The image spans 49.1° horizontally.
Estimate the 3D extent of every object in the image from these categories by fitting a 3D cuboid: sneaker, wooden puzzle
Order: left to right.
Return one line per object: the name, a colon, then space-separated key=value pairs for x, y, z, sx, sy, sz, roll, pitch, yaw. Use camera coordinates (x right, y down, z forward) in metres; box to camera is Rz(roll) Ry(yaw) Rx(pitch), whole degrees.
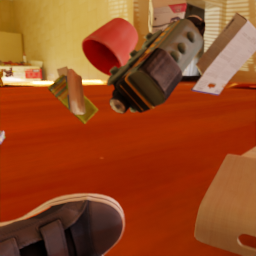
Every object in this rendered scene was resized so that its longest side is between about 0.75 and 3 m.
sneaker: x=-1.314 y=1.639 z=3.466 sx=2.742 sy=1.075 sz=1.089 roll=-13 pitch=11 yaw=-8
wooden puzzle: x=-1.059 y=-0.673 z=5.483 sx=0.210 sy=0.839 sz=0.905 roll=-6 pitch=2 yaw=3

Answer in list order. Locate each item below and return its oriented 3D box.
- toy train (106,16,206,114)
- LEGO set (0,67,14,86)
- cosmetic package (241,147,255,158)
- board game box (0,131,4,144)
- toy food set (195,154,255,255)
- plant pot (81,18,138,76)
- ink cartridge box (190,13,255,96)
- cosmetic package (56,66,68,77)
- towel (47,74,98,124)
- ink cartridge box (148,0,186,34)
toy train: x=0.708 y=-1.436 z=6.243 sx=2.848 sy=1.213 sz=1.623 roll=-51 pitch=19 yaw=-29
LEGO set: x=-3.359 y=-1.220 z=7.076 sx=1.003 sy=0.412 sz=0.383 roll=-19 pitch=22 yaw=-15
cosmetic package: x=3.612 y=0.939 z=7.595 sx=0.766 sy=0.540 sz=1.479 roll=11 pitch=18 yaw=40
board game box: x=-5.214 y=0.485 z=10.042 sx=1.192 sy=0.303 sz=1.760 roll=-4 pitch=14 yaw=-15
toy food set: x=2.658 y=1.431 z=5.263 sx=2.015 sy=0.848 sz=2.808 roll=8 pitch=23 yaw=29
plant pot: x=-0.596 y=-3.254 z=10.985 sx=1.896 sy=1.896 sz=1.678 roll=12 pitch=58 yaw=41
ink cartridge box: x=2.514 y=-1.768 z=7.259 sx=0.400 sy=1.971 sz=1.967 roll=49 pitch=27 yaw=25
cosmetic package: x=-2.424 y=-1.762 z=11.229 sx=0.476 sy=0.674 sz=1.302 roll=-21 pitch=61 yaw=-12
towel: x=-1.379 y=-0.718 z=7.043 sx=0.551 sy=1.281 sz=0.116 roll=-46 pitch=13 yaw=-8
ink cartridge box: x=1.016 y=-3.027 z=7.537 sx=0.867 sy=0.505 sz=1.197 roll=-7 pitch=-19 yaw=0
